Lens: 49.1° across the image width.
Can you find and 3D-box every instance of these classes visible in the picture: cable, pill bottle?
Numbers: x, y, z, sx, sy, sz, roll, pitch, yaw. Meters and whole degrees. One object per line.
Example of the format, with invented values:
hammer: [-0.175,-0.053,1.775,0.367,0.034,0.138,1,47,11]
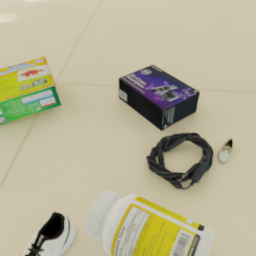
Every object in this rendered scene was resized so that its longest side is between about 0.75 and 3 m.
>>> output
cable: [1.462,0.797,7.792,1.628,0.507,1.995,21,47,30]
pill bottle: [0.370,2.152,5.557,2.326,1.308,1.308,20,46,22]

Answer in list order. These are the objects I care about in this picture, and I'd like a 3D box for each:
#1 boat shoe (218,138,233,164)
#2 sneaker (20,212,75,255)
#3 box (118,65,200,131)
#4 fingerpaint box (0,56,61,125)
boat shoe: [2.789,0.635,7.986,0.316,0.289,0.844,23,54,12]
sneaker: [-1.848,2.561,5.465,0.788,0.855,2.138,18,47,15]
box: [0.987,-1.123,9.573,1.642,0.917,2.326,-25,47,-29]
fingerpaint box: [-3.769,-1.273,9.558,2.508,0.920,2.092,-19,46,-11]
